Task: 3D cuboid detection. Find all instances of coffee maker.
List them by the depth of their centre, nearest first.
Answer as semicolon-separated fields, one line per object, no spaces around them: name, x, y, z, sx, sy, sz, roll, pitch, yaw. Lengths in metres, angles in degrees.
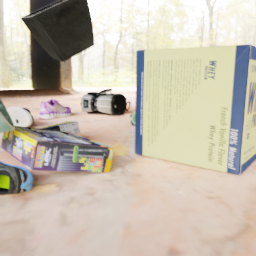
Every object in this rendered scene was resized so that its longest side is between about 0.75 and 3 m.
coffee maker;-1.229;-1.226;15.105;2.036;1.371;1.956;7;-12;29

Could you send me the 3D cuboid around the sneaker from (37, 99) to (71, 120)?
sneaker;-3.654;-1.003;14.168;0.872;0.958;2.167;4;10;26

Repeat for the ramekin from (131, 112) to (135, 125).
ramekin;0.821;-0.230;9.614;1.305;0.638;1.305;-13;35;10

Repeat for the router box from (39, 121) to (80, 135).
router box;-2.373;0.177;8.297;1.597;0.408;1.191;-16;9;-27

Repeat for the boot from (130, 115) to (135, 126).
boot;0.821;-0.422;12.167;1.503;0.556;1.232;-1;12;7

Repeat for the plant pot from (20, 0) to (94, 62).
plant pot;-1.969;-2.971;8.471;1.693;1.502;1.689;-34;32;-17

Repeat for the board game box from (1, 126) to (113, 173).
board game box;-1.657;0.456;6.336;1.768;0.607;2.139;7;4;-38

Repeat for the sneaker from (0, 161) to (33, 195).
sneaker;-2.530;0.881;5.074;1.609;0.571;0.667;7;6;19

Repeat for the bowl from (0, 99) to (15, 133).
bowl;-3.520;-0.837;5.241;1.455;2.781;2.781;-30;20;-15

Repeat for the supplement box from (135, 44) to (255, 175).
supplement box;1.781;-0.580;7.019;2.709;2.712;1.821;8;13;36

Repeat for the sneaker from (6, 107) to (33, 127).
sneaker;-4.522;-0.554;11.982;2.338;0.854;1.308;6;13;33
